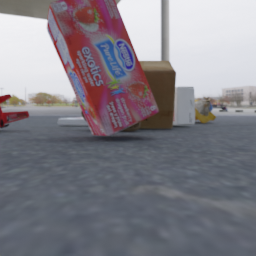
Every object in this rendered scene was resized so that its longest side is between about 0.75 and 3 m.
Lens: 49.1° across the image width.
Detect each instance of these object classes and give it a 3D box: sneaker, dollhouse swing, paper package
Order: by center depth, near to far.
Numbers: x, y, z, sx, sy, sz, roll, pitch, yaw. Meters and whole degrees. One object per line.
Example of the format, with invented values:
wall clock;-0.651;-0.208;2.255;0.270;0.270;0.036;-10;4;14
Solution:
sneaker;-0.491;-0.252;8.865;1.979;0.697;0.748;15;-21;18
paper package;0.366;-1.147;9.808;2.384;2.272;1.233;-1;28;-1
dollhouse swing;3.251;-0.470;15.410;1.935;1.872;2.129;41;-2;-7

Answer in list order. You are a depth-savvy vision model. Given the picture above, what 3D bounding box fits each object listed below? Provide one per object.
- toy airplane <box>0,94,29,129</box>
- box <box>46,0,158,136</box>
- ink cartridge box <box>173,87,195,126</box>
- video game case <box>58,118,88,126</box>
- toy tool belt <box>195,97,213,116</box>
toy airplane;-4.002;-0.469;8.676;1.751;0.322;1.751;-24;-23;-11
box;-0.625;-1.345;6.306;1.364;2.857;1.424;-25;7;-17
ink cartridge box;1.777;-0.878;11.843;0.897;1.540;2.128;-2;2;-28
video game case;-1.309;-0.295;12.661;2.833;0.336;2.578;0;3;12
toy tool belt;3.699;-1.032;13.232;0.866;0.880;1.409;-34;-15;17
